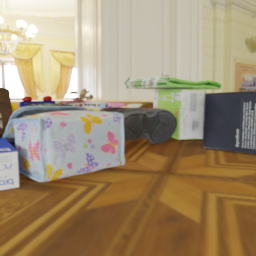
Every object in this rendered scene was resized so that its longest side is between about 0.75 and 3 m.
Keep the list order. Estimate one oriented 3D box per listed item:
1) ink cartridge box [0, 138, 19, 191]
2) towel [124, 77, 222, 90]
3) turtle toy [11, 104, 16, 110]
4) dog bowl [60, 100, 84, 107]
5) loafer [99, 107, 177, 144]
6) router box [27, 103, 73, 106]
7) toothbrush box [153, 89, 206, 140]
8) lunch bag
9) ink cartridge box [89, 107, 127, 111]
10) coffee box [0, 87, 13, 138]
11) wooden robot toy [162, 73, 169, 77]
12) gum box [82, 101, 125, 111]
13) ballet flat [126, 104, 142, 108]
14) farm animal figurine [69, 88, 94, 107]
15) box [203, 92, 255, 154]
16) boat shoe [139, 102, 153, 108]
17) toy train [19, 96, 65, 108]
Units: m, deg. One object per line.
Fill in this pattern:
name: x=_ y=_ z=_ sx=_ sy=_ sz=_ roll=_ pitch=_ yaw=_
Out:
ink cartridge box: x=-3.272 y=0.672 z=4.195 sx=2.869 sy=0.634 sz=1.349 roll=-4 pitch=10 yaw=-31
towel: x=1.440 y=-1.576 z=9.815 sx=2.200 sy=0.453 sz=2.949 roll=-2 pitch=8 yaw=-26
turtle toy: x=-5.058 y=-0.720 z=10.919 sx=0.978 sy=0.678 sz=1.342 roll=-5 pitch=-15 yaw=4
dog bowl: x=-2.801 y=-1.031 z=14.163 sx=1.536 sy=0.566 sz=1.536 roll=-12 pitch=-4 yaw=-1
loafer: x=0.359 y=-0.189 z=7.611 sx=0.908 sy=1.037 sz=2.885 roll=30 pitch=14 yaw=33
router box: x=-3.492 y=-0.748 z=12.408 sx=1.496 sy=0.620 sz=1.996 roll=-6 pitch=9 yaw=-33
toothbrush box: x=1.656 y=-0.526 z=9.592 sx=0.927 sy=1.568 sz=2.153 roll=-1 pitch=7 yaw=-19
lunch bag: x=-1.326 y=0.203 z=5.443 sx=1.717 sy=1.287 sz=2.025 roll=-6 pitch=4 yaw=-38
ink cartridge box: x=-0.832 y=-0.295 z=8.511 sx=1.798 sy=0.428 sz=1.820 roll=-5 pitch=10 yaw=-5
coffee box: x=-3.993 y=-0.121 z=5.794 sx=2.731 sy=1.090 sz=1.544 roll=-10 pitch=-4 yaw=17
wooden robot toy: x=1.373 y=-1.762 z=10.379 sx=0.342 sy=0.332 sz=0.754 roll=-46 pitch=33 yaw=-6
gum box: x=-1.072 y=-0.606 z=11.563 sx=1.893 sy=0.626 sz=1.074 roll=3 pitch=26 yaw=-4
ballet flat: x=0.968 y=-1.168 z=18.438 sx=2.286 sy=0.820 sz=0.820 roll=-5 pitch=9 yaw=-17
farm animal figurine: x=-2.277 y=-1.510 z=13.341 sx=0.545 sy=1.046 sz=1.034 roll=-6 pitch=40 yaw=49
box: x=3.748 y=-0.219 z=7.561 sx=2.616 sy=1.536 sz=2.573 roll=4 pitch=8 yaw=38
boat shoe: x=0.699 y=-0.389 z=11.337 sx=0.829 sy=0.877 sz=2.439 roll=13 pitch=28 yaw=30
toy train: x=-4.373 y=-0.967 z=15.076 sx=2.887 sy=1.222 sz=1.671 roll=-5 pitch=-4 yaw=-28
